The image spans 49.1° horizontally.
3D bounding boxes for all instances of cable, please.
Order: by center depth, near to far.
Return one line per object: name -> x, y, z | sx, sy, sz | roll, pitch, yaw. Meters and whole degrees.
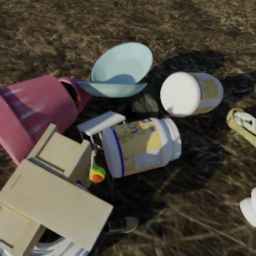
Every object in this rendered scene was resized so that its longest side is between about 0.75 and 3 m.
cable -> -2.162, 2.672, 7.515 | 2.734, 0.946, 2.733 | -6, 45, -10

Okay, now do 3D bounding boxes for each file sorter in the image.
file sorter -> -0.914, 0.168, 10.353 | 1.499, 0.933, 1.040 | -26, 27, -27

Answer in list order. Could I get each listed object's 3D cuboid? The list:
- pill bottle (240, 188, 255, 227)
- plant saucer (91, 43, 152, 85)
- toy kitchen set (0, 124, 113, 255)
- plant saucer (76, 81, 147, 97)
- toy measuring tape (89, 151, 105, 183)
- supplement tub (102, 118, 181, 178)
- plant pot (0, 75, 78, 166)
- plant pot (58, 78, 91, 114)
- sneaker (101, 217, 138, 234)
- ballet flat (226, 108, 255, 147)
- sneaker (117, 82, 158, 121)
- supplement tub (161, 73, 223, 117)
pill bottle -> 4.125, 1.939, 7.679 | 1.064, 1.916, 1.064 | 35, 30, -24
plant saucer -> -0.223, -2.482, 11.949 | 2.731, 0.526, 2.731 | -11, 54, 16
toy kitchen set -> -1.609, 2.096, 7.557 | 2.438, 2.696, 2.988 | 25, 67, 10
plant saucer -> -0.624, -1.534, 11.037 | 2.771, 0.533, 2.771 | 1, 12, 0
toy measuring tape -> -0.709, 0.964, 6.635 | 0.383, 1.040, 0.383 | 6, 39, -5
supplement tub -> 0.411, 0.607, 9.388 | 2.314, 1.682, 1.682 | -13, 42, -13
plant pot -> -3.251, -0.394, 9.421 | 2.548, 2.847, 2.847 | -36, 51, -23
plant pot -> -2.345, -1.430, 12.020 | 1.625, 1.625, 1.454 | 16, 27, 18
sneaker -> -0.247, 2.695, 7.661 | 1.059, 0.562, 0.396 | -17, 68, 3
ballet flat -> 4.842, 0.121, 10.607 | 0.942, 0.942, 2.664 | -23, 46, -24
sneaker -> -0.039, -1.282, 12.089 | 1.592, 1.062, 2.779 | -14, 48, -25
supplement tub -> 2.638, -1.369, 11.318 | 2.344, 1.704, 1.704 | -10, 37, -46
